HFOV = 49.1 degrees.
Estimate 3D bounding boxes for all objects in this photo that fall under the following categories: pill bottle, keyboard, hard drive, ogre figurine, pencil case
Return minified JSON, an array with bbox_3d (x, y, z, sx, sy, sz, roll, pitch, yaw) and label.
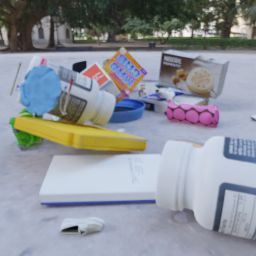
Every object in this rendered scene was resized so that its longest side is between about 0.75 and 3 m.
[{"bbox_3d":[2.050,1.054,5.019,2.881,1.723,1.723,8,21,18],"label":"pill bottle"},{"bbox_3d":[-1.757,-1.628,11.174,1.342,2.112,0.218,0,0,37],"label":"keyboard"},{"bbox_3d":[-1.721,-0.936,8.122,2.557,1.415,1.415,21,11,-23],"label":"pill bottle"},{"bbox_3d":[-0.478,1.167,6.751,2.837,0.360,1.871,0,19,-5],"label":"hard drive"},{"bbox_3d":[-3.222,-0.026,9.098,0.925,1.131,1.886,-3,20,-13],"label":"ogre figurine"},{"bbox_3d":[2.520,-0.609,10.998,2.073,0.971,0.941,9,38,25],"label":"pencil case"}]

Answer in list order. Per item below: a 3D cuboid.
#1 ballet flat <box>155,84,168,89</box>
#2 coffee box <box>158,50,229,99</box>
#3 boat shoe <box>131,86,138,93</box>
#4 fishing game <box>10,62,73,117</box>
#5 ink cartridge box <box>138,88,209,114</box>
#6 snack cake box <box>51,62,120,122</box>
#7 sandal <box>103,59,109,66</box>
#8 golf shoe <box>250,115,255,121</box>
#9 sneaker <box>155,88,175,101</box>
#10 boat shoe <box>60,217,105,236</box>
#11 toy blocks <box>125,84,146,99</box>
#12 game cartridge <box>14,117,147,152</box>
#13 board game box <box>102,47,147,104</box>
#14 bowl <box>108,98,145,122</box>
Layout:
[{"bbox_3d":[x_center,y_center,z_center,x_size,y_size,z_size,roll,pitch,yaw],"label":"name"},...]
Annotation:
[{"bbox_3d":[1.745,-2.021,13.881,1.118,0.356,0.377,-17,33,-40],"label":"ballet flat"},{"bbox_3d":[2.946,-2.531,12.897,2.853,1.631,1.137,20,31,26],"label":"coffee box"},{"bbox_3d":[-0.256,-2.423,16.767,1.892,0.587,0.681,-9,21,-23],"label":"boat shoe"},{"bbox_3d":[-2.097,-0.895,6.782,1.707,1.223,0.265,16,4,19],"label":"fishing game"},{"bbox_3d":[2.339,-1.282,13.427,2.696,0.641,2.728,14,25,39],"label":"ink cartridge box"},{"bbox_3d":[-1.612,-1.076,9.772,2.334,0.784,1.342,-37,47,1],"label":"snack cake box"},{"bbox_3d":[-0.539,-2.434,12.953,0.492,1.726,0.685,-10,38,38],"label":"sandal"},{"bbox_3d":[5.561,-0.541,11.551,1.054,0.498,0.410,-4,21,-5],"label":"golf shoe"},{"bbox_3d":[1.627,-1.460,12.406,0.534,0.457,1.226,-2,19,-26],"label":"sneaker"},{"bbox_3d":[-0.835,1.819,5.116,0.824,0.296,0.271,2,25,5],"label":"boat shoe"},{"bbox_3d":[-0.092,-2.518,15.270,1.884,1.761,1.586,-5,25,-5],"label":"toy blocks"},{"bbox_3d":[-1.271,0.203,7.954,2.532,0.466,2.872,13,5,38],"label":"game cartridge"},{"bbox_3d":[-0.440,-2.124,11.795,1.506,1.506,1.507,-52,13,-28],"label":"board game box"},{"bbox_3d":[-0.518,-0.807,12.304,2.505,0.492,2.505,0,19,0],"label":"bowl"}]
